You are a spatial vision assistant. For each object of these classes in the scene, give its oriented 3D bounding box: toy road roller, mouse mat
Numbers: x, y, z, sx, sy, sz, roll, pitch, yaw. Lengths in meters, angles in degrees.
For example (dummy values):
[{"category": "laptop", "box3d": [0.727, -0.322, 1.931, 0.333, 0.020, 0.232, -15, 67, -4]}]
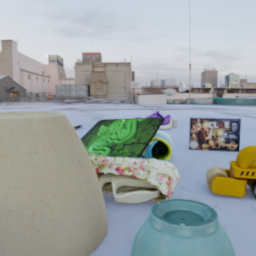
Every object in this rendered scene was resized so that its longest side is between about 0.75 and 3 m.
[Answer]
[{"category": "toy road roller", "box3d": [2.294, 0.857, 5.746, 1.335, 0.974, 0.820, 2, 7, 13]}, {"category": "mouse mat", "box3d": [-0.518, 0.437, 7.565, 2.364, 0.111, 2.938, -1, 28, 29]}]

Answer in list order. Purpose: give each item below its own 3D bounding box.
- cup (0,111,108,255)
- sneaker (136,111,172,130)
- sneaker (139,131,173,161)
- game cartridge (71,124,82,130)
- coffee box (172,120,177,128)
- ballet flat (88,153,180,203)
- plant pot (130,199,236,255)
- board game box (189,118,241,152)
[{"category": "cup", "box3d": [-1.555, 0.672, 4.089, 2.479, 1.773, 2.479, -1, 7, 0]}, {"category": "sneaker", "box3d": [1.457, -0.486, 16.218, 2.448, 1.021, 0.987, 4, 8, 33]}, {"category": "sneaker", "box3d": [0.029, 0.511, 8.147, 2.727, 1.085, 1.780, -1, 6, 0]}, {"category": "game cartridge", "box3d": [-3.266, -0.033, 15.714, 0.937, 0.292, 1.407, 6, 8, 11]}, {"category": "coffee box", "box3d": [2.339, -0.276, 16.818, 1.104, 0.441, 0.624, 3, 8, 24]}, {"category": "ballet flat", "box3d": [-0.326, 1.006, 5.349, 2.584, 0.977, 0.826, -2, 41, 14]}, {"category": "plant pot", "box3d": [0.591, 1.283, 3.062, 1.218, 0.816, 1.218, 0, 7, 0]}, {"category": "board game box", "box3d": [3.062, 0.226, 9.985, 1.732, 1.173, 0.300, 1, 6, 13]}]
